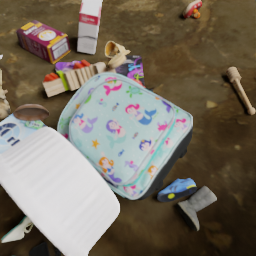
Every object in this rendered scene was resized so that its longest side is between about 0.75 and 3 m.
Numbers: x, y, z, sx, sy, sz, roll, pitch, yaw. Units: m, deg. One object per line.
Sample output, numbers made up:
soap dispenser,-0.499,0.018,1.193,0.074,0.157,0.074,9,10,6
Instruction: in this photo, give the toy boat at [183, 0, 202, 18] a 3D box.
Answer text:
toy boat,2.982,-5.249,12.643,1.026,0.670,0.671,-36,90,-25

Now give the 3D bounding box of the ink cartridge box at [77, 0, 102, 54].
ink cartridge box,-1.496,-3.922,10.744,0.719,1.725,1.253,8,53,-9

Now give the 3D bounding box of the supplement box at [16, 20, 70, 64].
supplement box,-3.320,-3.405,11.010,1.837,0.787,1.013,29,58,21

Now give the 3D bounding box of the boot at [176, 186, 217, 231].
boot,1.846,2.029,7.128,0.978,0.355,0.889,-18,53,-21

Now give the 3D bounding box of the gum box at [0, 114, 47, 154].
gum box,-3.254,0.446,8.099,1.597,0.419,1.879,37,65,22

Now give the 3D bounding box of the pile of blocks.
pile of blocks,-1.725,-1.810,9.372,2.600,0.808,1.067,-13,25,7

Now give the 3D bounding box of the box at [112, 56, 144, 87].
box,-0.025,-2.096,10.325,1.114,0.281,1.559,-2,50,-2

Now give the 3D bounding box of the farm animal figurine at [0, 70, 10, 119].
farm animal figurine,-4.549,-0.959,9.023,2.006,1.057,2.028,39,63,10

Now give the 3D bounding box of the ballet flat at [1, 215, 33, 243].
ballet flat,-2.451,2.336,6.449,0.348,0.348,1.002,16,23,12

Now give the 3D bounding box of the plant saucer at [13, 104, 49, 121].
plant saucer,-2.615,-0.427,7.559,0.921,0.921,0.169,-7,70,-5

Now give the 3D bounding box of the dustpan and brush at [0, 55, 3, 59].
dustpan and brush,-5.241,-2.377,10.351,1.194,0.489,1.710,-15,40,30

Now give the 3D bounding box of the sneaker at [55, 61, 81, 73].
sneaker,-1.982,-2.175,10.153,1.469,0.649,0.591,19,56,15

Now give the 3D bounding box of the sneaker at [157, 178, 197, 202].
sneaker,1.243,1.623,7.432,1.108,0.365,0.434,-15,41,-11

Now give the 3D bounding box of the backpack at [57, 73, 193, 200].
backpack,-0.225,0.068,7.018,2.996,2.256,2.660,35,84,23

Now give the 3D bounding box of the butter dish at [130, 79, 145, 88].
butter dish,-0.119,-0.999,8.848,1.722,1.273,1.718,-3,53,-3

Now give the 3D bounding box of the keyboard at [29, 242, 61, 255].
keyboard,-1.747,3.177,6.266,0.803,0.130,1.263,-29,56,1

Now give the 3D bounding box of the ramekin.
ramekin,-1.468,1.308,5.986,2.812,2.812,1.371,38,68,25

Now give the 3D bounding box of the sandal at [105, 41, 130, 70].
sandal,-0.434,-2.516,9.147,0.752,0.675,2.052,-27,21,14

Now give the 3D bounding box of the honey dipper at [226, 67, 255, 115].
honey dipper,3.895,-1.269,9.677,0.384,0.384,2.021,-6,57,-4
